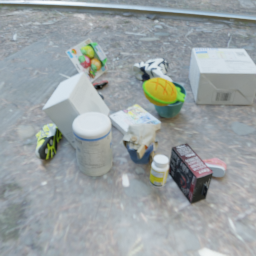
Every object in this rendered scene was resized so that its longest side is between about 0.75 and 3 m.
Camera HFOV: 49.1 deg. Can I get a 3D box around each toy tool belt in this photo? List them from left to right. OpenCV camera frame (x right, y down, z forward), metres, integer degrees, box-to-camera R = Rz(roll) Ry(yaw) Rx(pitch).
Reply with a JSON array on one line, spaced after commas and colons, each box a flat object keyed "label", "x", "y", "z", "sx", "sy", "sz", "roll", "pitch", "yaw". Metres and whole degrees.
[{"label": "toy tool belt", "x": 0.482, "y": 0.800, "z": 9.530, "sx": 1.272, "sy": 2.038, "sz": 1.252, "roll": -5, "pitch": 59, "yaw": 9}]

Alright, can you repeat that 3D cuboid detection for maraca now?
[{"label": "maraca", "x": 1.306, "y": -1.293, "z": 10.109, "sx": 1.764, "sy": 0.944, "sz": 1.209, "roll": -3, "pitch": 52, "yaw": -33}]

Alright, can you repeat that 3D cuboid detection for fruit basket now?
[{"label": "fruit basket", "x": -2.099, "y": -3.645, "z": 15.100, "sx": 1.023, "sy": 2.022, "sz": 2.183, "roll": -21, "pitch": 20, "yaw": 36}]

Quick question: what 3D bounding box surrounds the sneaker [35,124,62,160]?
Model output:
[{"label": "sneaker", "x": -3.131, "y": 0.536, "z": 10.654, "sx": 0.799, "sy": 0.789, "sz": 2.092, "roll": -4, "pitch": 27, "yaw": 7}]

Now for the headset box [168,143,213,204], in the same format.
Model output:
[{"label": "headset box", "x": 1.980, "y": 1.490, "z": 8.935, "sx": 0.616, "sy": 1.220, "sz": 1.641, "roll": -13, "pitch": 39, "yaw": -19}]

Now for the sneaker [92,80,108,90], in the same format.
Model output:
[{"label": "sneaker", "x": -1.372, "y": -2.187, "z": 14.404, "sx": 0.892, "sy": 0.315, "sz": 0.436, "roll": -22, "pitch": 44, "yaw": -21}]

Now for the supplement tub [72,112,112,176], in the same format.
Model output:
[{"label": "supplement tub", "x": -1.175, "y": 0.561, "z": 9.562, "sx": 1.269, "sy": 1.924, "sz": 1.269, "roll": 0, "pitch": 39, "yaw": 0}]

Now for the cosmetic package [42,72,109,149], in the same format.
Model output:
[{"label": "cosmetic package", "x": -1.919, "y": -0.697, "z": 10.862, "sx": 1.249, "sy": 2.033, "sz": 2.026, "roll": -19, "pitch": 31, "yaw": 22}]

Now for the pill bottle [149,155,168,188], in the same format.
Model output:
[{"label": "pill bottle", "x": 0.930, "y": 1.291, "z": 8.354, "sx": 0.506, "sy": 0.886, "sz": 0.506, "roll": 4, "pitch": 29, "yaw": -2}]

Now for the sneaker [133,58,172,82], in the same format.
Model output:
[{"label": "sneaker", "x": 1.750, "y": -2.948, "z": 14.714, "sx": 1.814, "sy": 1.113, "sz": 2.788, "roll": -32, "pitch": 37, "yaw": -22}]

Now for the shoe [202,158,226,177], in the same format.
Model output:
[{"label": "shoe", "x": 2.731, "y": 1.326, "z": 9.812, "sx": 1.361, "sy": 0.486, "sz": 0.619, "roll": 10, "pitch": 22, "yaw": 23}]

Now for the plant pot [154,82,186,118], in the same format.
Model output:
[{"label": "plant pot", "x": 1.749, "y": -1.122, "z": 12.223, "sx": 1.428, "sy": 1.146, "sz": 1.428, "roll": -1, "pitch": 53, "yaw": 2}]

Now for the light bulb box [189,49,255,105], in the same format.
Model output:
[{"label": "light bulb box", "x": 4.545, "y": -2.575, "z": 13.751, "sx": 2.727, "sy": 1.717, "sz": 2.751, "roll": 2, "pitch": 38, "yaw": 3}]

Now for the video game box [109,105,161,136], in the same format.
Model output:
[{"label": "video game box", "x": 0.265, "y": -0.245, "z": 11.845, "sx": 1.520, "sy": 0.390, "sz": 1.668, "roll": -26, "pitch": 46, "yaw": -26}]

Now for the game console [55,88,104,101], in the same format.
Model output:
[{"label": "game console", "x": -2.251, "y": -1.601, "z": 13.010, "sx": 1.476, "sy": 1.023, "sz": 1.729, "roll": -41, "pitch": 52, "yaw": -18}]
